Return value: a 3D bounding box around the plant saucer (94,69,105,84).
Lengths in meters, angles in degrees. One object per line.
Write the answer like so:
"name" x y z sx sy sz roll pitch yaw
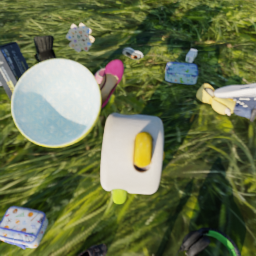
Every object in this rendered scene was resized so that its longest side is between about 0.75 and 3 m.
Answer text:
"plant saucer" -1.112 -2.655 14.256 1.253 0.318 1.253 0 42 0

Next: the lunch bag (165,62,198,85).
"lunch bag" 2.688 -2.806 14.185 1.609 0.664 1.294 8 40 7

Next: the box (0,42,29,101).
"box" -3.727 -1.731 9.398 0.538 2.107 1.662 -19 21 4

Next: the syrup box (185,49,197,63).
"syrup box" 3.552 -4.046 15.733 0.377 0.364 0.925 19 46 20

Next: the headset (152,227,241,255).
"headset" 1.788 3.477 7.377 2.378 1.117 1.469 4 44 -18

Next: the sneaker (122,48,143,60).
"sneaker" 0.184 -4.150 15.794 1.266 0.468 0.502 21 51 21

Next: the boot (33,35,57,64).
"boot" -2.639 -2.332 9.608 0.826 1.641 2.194 -8 19 -41

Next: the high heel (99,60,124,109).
"high heel" -0.556 -1.131 7.785 0.547 1.621 0.779 20 51 -8

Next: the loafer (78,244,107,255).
"loafer" -1.091 3.487 7.490 1.208 0.381 0.434 -25 48 -25

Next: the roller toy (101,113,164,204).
"roller toy" 0.207 0.778 8.817 1.897 2.714 2.476 5 38 0

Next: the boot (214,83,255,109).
"boot" 3.169 -0.831 7.860 1.420 0.641 0.517 -1 31 38

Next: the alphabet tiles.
"alphabet tiles" -1.998 -3.736 11.652 1.059 1.082 0.079 32 20 -8

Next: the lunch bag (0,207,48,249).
"lunch bag" -3.031 2.883 8.087 1.305 0.493 1.045 8 45 10

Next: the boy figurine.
"boy figurine" 4.363 -1.216 12.306 2.680 0.864 1.666 26 51 22

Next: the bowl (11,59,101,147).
"bowl" -1.814 -0.543 7.685 2.338 1.258 2.338 -1 77 2
